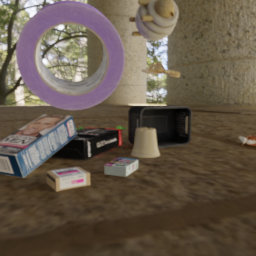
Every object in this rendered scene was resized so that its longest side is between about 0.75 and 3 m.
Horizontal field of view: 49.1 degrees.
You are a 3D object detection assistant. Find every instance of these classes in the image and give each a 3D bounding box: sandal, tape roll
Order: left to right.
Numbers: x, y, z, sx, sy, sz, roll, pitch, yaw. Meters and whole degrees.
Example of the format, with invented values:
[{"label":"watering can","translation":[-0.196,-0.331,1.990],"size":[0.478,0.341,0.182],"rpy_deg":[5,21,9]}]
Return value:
[{"label":"tape roll","translation":[-1.365,-1.754,6.847],"size":[2.462,2.462,1.046],"rpy_deg":[-1,28,-11]},{"label":"sandal","translation":[0.932,-1.674,7.771],"size":[1.070,0.352,0.392],"rpy_deg":[9,31,-1]}]

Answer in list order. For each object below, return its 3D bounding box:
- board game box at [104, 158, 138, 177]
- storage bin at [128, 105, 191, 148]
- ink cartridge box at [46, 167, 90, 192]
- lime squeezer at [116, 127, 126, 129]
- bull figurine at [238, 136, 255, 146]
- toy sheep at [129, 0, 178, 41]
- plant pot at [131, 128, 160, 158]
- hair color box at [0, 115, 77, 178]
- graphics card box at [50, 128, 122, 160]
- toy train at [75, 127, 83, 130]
[{"label":"board game box","translation":[-0.171,1.038,7.499],"size":[0.627,0.273,0.850],"rpy_deg":[4,8,22]},{"label":"storage bin","translation":[1.259,-0.085,11.168],"size":[2.319,1.568,1.087],"rpy_deg":[-3,9,-25]},{"label":"ink cartridge box","translation":[-1.374,1.154,6.416],"size":[0.823,0.309,0.678],"rpy_deg":[-4,7,-33]},{"label":"lime squeezer","translation":[-0.457,0.025,15.837],"size":[0.359,0.192,1.016],"rpy_deg":[3,7,22]},{"label":"bull figurine","translation":[5.079,0.491,11.164],"size":[1.311,0.427,0.796],"rpy_deg":[2,8,16]},{"label":"toy sheep","translation":[0.674,-2.794,7.249],"size":[1.162,1.162,1.685],"rpy_deg":[-2,-6,-17]},{"label":"plant pot","translation":[0.582,0.466,9.479],"size":[0.986,0.902,0.986],"rpy_deg":[0,7,0]},{"label":"hair color box","translation":[-2.650,0.402,7.944],"size":[1.190,0.720,2.379],"rpy_deg":[4,26,25]},{"label":"graphics card box","translation":[-1.543,0.492,10.048],"size":[1.736,0.704,2.767],"rpy_deg":[2,7,22]},{"label":"toy train","translation":[-3.100,0.303,12.488],"size":[2.534,0.529,0.715],"rpy_deg":[-1,17,-7]}]
